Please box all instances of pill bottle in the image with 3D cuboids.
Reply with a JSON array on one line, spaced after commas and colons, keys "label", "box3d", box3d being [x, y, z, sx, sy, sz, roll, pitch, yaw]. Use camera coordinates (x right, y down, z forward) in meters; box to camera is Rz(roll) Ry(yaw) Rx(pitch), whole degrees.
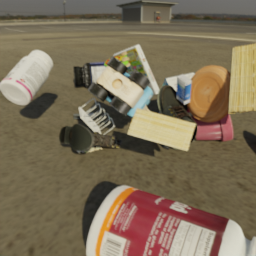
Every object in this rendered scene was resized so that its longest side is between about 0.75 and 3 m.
[{"label": "pill bottle", "box3d": [-1.821, -3.060, 16.249, 2.596, 1.452, 1.452, -5, 25, -11]}, {"label": "pill bottle", "box3d": [0.908, 2.136, 4.671, 2.882, 1.645, 1.645, 13, 28, 26]}, {"label": "pill bottle", "box3d": [-3.518, -1.819, 9.923, 1.095, 1.095, 1.931, 9, 51, 18]}]

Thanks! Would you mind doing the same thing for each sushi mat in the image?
[{"label": "sushi mat", "box3d": [3.542, -1.494, 7.953, 1.245, 0.157, 2.602, -4, 55, 30]}, {"label": "sushi mat", "box3d": [0.808, 0.024, 6.913, 1.561, 0.747, 0.094, 16, -14, 11]}]

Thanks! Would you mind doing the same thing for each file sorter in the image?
[{"label": "file sorter", "box3d": [-1.131, -0.364, 10.202, 0.726, 1.165, 0.809, -36, 32, 7]}]

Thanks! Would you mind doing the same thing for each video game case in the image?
[{"label": "video game case", "box3d": [0.305, -2.377, 12.081, 0.262, 2.085, 2.291, -32, 17, -19]}]

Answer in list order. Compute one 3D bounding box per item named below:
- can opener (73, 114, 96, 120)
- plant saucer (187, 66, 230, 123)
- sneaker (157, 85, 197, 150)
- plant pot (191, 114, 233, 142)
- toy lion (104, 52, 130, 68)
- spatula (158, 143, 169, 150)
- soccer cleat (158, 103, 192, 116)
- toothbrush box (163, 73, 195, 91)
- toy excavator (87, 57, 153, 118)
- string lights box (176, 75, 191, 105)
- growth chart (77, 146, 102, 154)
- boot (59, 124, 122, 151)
[{"label": "can opener", "box3d": [-1.861, -0.464, 11.986, 0.975, 0.260, 0.326, -1, 21, -2]}, {"label": "plant saucer", "box3d": [2.625, -1.112, 9.193, 0.301, 1.863, 1.863, 0, 20, -38]}, {"label": "sneaker", "box3d": [1.699, -0.491, 9.312, 0.859, 2.297, 1.220, -11, -10, -17]}, {"label": "plant pot", "box3d": [2.986, -0.110, 10.161, 1.238, 1.383, 1.383, -13, 23, 10]}, {"label": "toy lion", "box3d": [-0.462, -2.576, 10.964, 0.993, 0.356, 1.036, -19, 32, 8]}, {"label": "spatula", "box3d": [1.057, 0.329, 9.791, 0.646, 0.235, 2.285, 30, 12, -16]}, {"label": "soccer cleat", "box3d": [2.185, -0.841, 10.738, 2.719, 0.950, 1.174, -32, 1, 25]}, {"label": "toothbrush box", "box3d": [2.011, -1.352, 11.384, 1.271, 1.736, 0.740, -13, 68, -13]}, {"label": "toy excavator", "box3d": [0.285, -0.882, 9.574, 2.640, 1.356, 2.715, 35, 0, 15]}, {"label": "string lights box", "box3d": [1.817, -1.251, 9.192, 0.259, 0.879, 0.452, -25, 46, -17]}, {"label": "growth chart", "box3d": [-1.394, 0.700, 9.717, 0.875, 0.078, 0.633, -11, 27, -23]}, {"label": "boot", "box3d": [-0.985, 0.354, 8.870, 1.875, 0.746, 2.154, 10, 0, -35]}]
